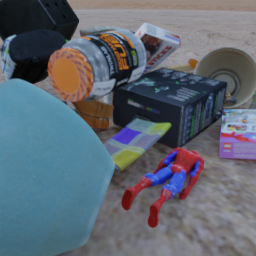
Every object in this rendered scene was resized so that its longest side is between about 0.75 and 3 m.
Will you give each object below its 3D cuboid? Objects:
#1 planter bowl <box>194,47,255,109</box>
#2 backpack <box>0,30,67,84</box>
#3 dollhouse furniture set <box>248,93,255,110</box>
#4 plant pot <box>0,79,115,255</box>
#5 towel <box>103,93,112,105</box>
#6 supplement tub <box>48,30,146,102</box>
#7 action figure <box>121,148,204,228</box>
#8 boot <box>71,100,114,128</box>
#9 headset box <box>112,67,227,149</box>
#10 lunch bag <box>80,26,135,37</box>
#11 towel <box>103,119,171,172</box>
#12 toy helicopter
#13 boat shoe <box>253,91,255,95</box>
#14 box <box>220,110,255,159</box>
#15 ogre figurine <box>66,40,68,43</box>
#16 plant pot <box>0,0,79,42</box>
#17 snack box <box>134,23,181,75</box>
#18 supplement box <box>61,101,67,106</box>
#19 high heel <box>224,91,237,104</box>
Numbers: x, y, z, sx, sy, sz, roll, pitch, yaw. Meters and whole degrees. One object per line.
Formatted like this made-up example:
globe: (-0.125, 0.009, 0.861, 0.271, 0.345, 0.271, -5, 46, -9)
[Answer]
planter bowl: (2.817, -1.348, 8.241, 1.726, 1.726, 1.162, 8, -3, 15)
backpack: (-3.091, -2.116, 8.741, 1.808, 2.217, 1.704, -26, 78, -35)
dollhouse furniture set: (3.632, -0.505, 7.137, 1.013, 0.664, 0.508, 24, 33, 20)
plant pot: (-1.065, 0.716, 3.654, 1.538, 2.284, 2.284, 21, 28, -1)
towel: (-0.615, -0.933, 8.125, 0.201, 0.715, 0.835, -4, 20, -11)
supplement tub: (-0.562, -1.248, 5.580, 1.184, 1.184, 1.932, 15, 31, 28)
action figure: (0.766, 0.857, 4.887, 0.749, 0.591, 2.288, 23, 29, 27)
boot: (-0.867, -0.580, 6.742, 1.066, 1.373, 0.526, 9, 27, -9)
headset box: (1.010, -0.621, 7.159, 2.054, 1.094, 2.359, 22, 34, 35)
lunch bag: (-0.948, -4.408, 14.168, 2.498, 1.468, 2.048, -15, 26, -20)
towel: (0.022, 0.274, 5.503, 1.500, 0.171, 1.077, -36, 28, -26)
toy helicopter: (2.726, -2.417, 11.089, 2.411, 0.951, 1.595, -7, 21, 16)
boat shoe: (4.363, -1.388, 8.927, 2.393, 0.894, 0.793, 15, 33, 27)
box: (3.191, 0.114, 6.060, 2.272, 0.444, 1.554, 2, 28, 20)
ogre figurine: (-2.307, -2.936, 11.305, 2.455, 1.204, 1.472, -13, 20, -17)
plant pot: (-3.915, -4.747, 12.419, 2.460, 2.773, 2.767, -29, 10, 33)
snack box: (0.184, -1.847, 7.916, 1.045, 0.353, 2.907, 10, -20, -26)
supplement box: (-2.636, -0.050, 6.089, 2.400, 1.028, 1.325, 10, 30, 18)
high heel: (2.506, -1.090, 8.071, 0.853, 0.427, 1.196, 1, 35, -49)
